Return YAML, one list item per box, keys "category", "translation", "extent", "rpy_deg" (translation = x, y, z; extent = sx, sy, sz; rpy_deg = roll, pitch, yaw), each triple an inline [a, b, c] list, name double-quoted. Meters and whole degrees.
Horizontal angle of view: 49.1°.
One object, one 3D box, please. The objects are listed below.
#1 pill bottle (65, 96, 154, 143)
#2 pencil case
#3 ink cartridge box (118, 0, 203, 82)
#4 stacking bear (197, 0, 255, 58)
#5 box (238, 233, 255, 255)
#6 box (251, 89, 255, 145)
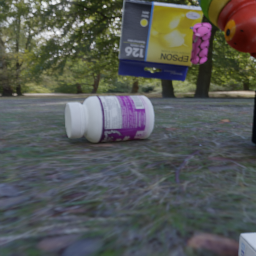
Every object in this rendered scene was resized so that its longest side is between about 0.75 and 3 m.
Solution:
- category: "pill bottle"
  translation: [-0.582, -0.266, 8.409]
  extent: [2.450, 1.375, 1.375]
  rpy_deg: [-3, 9, -21]
- category: "pencil case"
  translation: [2.120, -2.465, 8.370]
  extent: [0.582, 0.601, 1.283]
  rpy_deg: [13, -30, 19]
- category: "ink cartridge box"
  translation: [1.000, -2.862, 9.620]
  extent: [2.578, 2.609, 0.613]
  rpy_deg: [5, 28, -2]
- category: "stacking bear"
  translation: [1.673, -1.984, 4.439]
  extent: [1.056, 1.857, 1.128]
  rpy_deg: [-10, -26, -17]
- category: "box"
  translation: [1.711, 1.188, 1.773]
  extent: [1.251, 0.315, 1.733]
  rpy_deg: [-1, 9, -7]
- category: "box"
  translation: [4.523, -0.116, 6.393]
  extent: [2.529, 1.595, 2.573]
  rpy_deg: [1, 8, 8]
